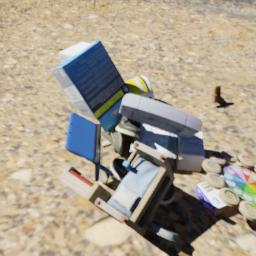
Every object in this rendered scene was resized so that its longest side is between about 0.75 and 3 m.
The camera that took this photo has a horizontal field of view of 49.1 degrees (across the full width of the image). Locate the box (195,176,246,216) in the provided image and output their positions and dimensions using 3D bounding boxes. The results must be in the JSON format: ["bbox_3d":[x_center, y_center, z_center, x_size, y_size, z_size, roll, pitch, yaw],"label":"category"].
[{"bbox_3d":[2.968,2.019,8.704,1.759,0.365,1.047,-16,38,-15],"label":"box"}]

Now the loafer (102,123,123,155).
[{"bbox_3d":[-0.637,0.307,10.355,0.643,0.694,1.845,-12,42,-10],"label":"loafer"}]

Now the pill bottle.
[{"bbox_3d":[-0.168,-1.232,11.637,2.255,1.255,1.255,-23,47,-15],"label":"pill bottle"}]

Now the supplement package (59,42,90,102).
[{"bbox_3d":[-1.745,-2.175,11.784,1.304,2.381,1.354,22,45,35],"label":"supplement package"}]

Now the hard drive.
[{"bbox_3d":[0.982,0.442,10.191,1.568,0.425,2.244,8,32,8],"label":"hard drive"}]

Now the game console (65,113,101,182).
[{"bbox_3d":[-1.267,0.558,8.182,0.957,1.380,1.617,3,41,-6],"label":"game console"}]

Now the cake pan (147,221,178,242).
[{"bbox_3d":[0.947,2.769,7.538,0.923,0.923,0.169,21,82,22],"label":"cake pan"}]

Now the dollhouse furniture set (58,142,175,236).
[{"bbox_3d":[-0.427,1.324,7.903,2.720,1.906,1.917,26,72,27],"label":"dollhouse furniture set"}]

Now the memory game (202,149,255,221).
[{"bbox_3d":[3.584,1.634,8.324,2.924,0.186,2.924,13,33,-9],"label":"memory game"}]

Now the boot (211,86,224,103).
[{"bbox_3d":[3.945,-1.488,12.238,0.913,0.709,0.350,-9,20,-36],"label":"boot"}]

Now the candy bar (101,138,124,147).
[{"bbox_3d":[-0.607,0.536,10.606,0.928,0.103,0.231,-16,44,-18],"label":"candy bar"}]

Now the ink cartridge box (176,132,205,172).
[{"bbox_3d":[2.140,0.795,9.740,0.842,0.838,1.147,5,45,5],"label":"ink cartridge box"}]

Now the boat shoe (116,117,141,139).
[{"bbox_3d":[0.055,-0.142,9.969,0.809,0.744,2.264,22,5,-5],"label":"boat shoe"}]

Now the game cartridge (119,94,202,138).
[{"bbox_3d":[0.970,-0.350,8.838,2.496,1.662,0.518,20,75,-2],"label":"game cartridge"}]

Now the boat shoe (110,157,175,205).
[{"bbox_3d":[0.443,1.501,9.033,2.409,0.725,0.859,27,44,27],"label":"boat shoe"}]

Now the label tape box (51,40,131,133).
[{"bbox_3d":[-1.154,-1.467,10.251,0.913,2.763,1.980,-2,36,49],"label":"label tape box"}]
